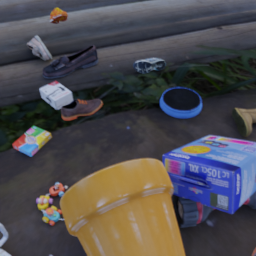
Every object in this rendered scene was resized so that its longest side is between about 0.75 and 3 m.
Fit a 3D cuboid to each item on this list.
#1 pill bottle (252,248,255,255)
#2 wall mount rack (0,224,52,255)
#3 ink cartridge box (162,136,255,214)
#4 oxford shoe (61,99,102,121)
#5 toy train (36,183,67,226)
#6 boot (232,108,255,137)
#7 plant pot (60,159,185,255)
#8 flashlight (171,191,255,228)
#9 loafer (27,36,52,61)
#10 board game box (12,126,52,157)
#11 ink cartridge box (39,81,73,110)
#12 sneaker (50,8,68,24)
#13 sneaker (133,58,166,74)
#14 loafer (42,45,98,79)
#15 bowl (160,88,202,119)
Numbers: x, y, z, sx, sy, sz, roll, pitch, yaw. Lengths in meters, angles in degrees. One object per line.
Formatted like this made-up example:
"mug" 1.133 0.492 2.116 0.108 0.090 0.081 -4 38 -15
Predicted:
"pill bottle" 4.007 3.444 5.960 2.602 1.382 1.382 16 46 15
"wall mount rack" -3.045 3.583 6.041 2.904 1.083 2.523 20 48 21
"ink cartridge box" 2.276 1.140 7.459 2.005 1.122 2.939 9 19 43
"oxford shoe" -1.785 -0.834 10.922 1.714 0.622 0.610 -24 49 -23
"toy train" -2.121 2.128 8.060 0.969 0.359 1.291 -18 47 -18
"boot" 4.934 -0.285 10.413 1.718 0.568 1.504 0 44 -1
"plant pot" 0.073 2.428 6.373 2.684 2.684 2.457 -16 62 -15
"flashlight" 2.671 2.075 7.763 2.825 0.956 0.960 -4 7 -10
"loafer" -4.477 -3.868 14.033 0.762 0.871 2.422 -32 44 -7
"board game box" -3.376 0.457 9.884 0.821 0.216 1.073 21 48 20
"ink cartridge box" -2.957 -1.347 11.548 0.842 0.489 1.167 -34 54 -30
"sneaker" -2.739 -4.387 10.844 0.521 0.550 1.427 -3 14 -34
"sneaker" 0.950 -2.982 13.282 1.565 0.607 0.675 -5 31 -15
"loafer" -2.723 -3.163 13.133 2.812 0.886 1.011 -24 49 -23
"bowl" 2.151 -1.061 11.370 1.696 0.333 1.696 0 44 0
